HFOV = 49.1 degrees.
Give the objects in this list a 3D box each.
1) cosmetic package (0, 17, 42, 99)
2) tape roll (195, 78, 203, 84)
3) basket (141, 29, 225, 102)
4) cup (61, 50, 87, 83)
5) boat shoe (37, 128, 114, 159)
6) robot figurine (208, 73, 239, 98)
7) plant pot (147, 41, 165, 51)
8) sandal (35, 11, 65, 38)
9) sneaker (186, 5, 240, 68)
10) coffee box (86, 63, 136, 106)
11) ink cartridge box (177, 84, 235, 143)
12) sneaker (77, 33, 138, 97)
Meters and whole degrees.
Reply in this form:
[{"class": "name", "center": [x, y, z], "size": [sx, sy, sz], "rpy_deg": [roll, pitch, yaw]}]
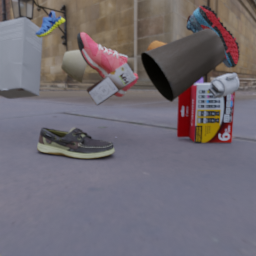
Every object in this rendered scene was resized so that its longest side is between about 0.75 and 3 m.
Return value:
[{"class": "cosmetic package", "center": [-4.068, -2.488, 10.273], "size": [1.431, 2.679, 1.208], "rpy_deg": [-1, -7, 19]}, {"class": "tape roll", "center": [2.729, -2.126, 13.174], "size": [1.529, 0.502, 1.529], "rpy_deg": [-7, 10, 1]}, {"class": "basket", "center": [1.506, -1.773, 7.441], "size": [1.804, 1.227, 1.627], "rpy_deg": [-30, 58, -8]}, {"class": "cup", "center": [-2.355, -2.813, 12.353], "size": [1.025, 1.433, 1.433], "rpy_deg": [15, 7, -12]}, {"class": "boat shoe", "center": [-1.615, 0.405, 8.327], "size": [2.488, 0.806, 0.911], "rpy_deg": [3, 11, 15]}, {"class": "robot figurine", "center": [2.808, -1.230, 8.153], "size": [1.028, 0.580, 0.872], "rpy_deg": [-22, -23, -30]}, {"class": "plant pot", "center": [1.478, -3.628, 13.571], "size": [0.867, 1.238, 1.238], "rpy_deg": [42, 31, 25]}, {"class": "sandal", "center": [-2.385, -3.072, 8.306], "size": [0.413, 0.452, 1.039], "rpy_deg": [5, 49, 47]}, {"class": "sneaker", "center": [2.828, -2.925, 9.424], "size": [0.897, 2.262, 1.081], "rpy_deg": [-40, 7, -34]}, {"class": "coffee box", "center": [-0.599, -1.505, 9.853], "size": [1.646, 0.656, 0.941], "rpy_deg": [-34, 5, -2]}, {"class": "ink cartridge box", "center": [2.732, -0.534, 10.003], "size": [1.809, 2.060, 0.864], "rpy_deg": [-1, 11, -1]}, {"class": "sneaker", "center": [-0.710, -2.569, 10.603], "size": [1.263, 2.912, 1.073], "rpy_deg": [-32, 32, 16]}]
